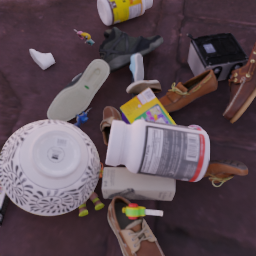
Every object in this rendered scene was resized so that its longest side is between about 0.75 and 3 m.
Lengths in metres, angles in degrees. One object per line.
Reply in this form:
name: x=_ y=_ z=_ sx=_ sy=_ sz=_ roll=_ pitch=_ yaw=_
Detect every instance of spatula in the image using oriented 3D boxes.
spatula: x=0.224 y=-0.987 z=9.283 sx=0.828 sy=0.301 sz=2.930 roll=6 pitch=55 yaw=-6

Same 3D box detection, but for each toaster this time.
toaster: x=3.051 y=-2.481 z=9.843 sx=1.623 sy=1.065 sz=1.795 roll=-11 pitch=57 yaw=-7

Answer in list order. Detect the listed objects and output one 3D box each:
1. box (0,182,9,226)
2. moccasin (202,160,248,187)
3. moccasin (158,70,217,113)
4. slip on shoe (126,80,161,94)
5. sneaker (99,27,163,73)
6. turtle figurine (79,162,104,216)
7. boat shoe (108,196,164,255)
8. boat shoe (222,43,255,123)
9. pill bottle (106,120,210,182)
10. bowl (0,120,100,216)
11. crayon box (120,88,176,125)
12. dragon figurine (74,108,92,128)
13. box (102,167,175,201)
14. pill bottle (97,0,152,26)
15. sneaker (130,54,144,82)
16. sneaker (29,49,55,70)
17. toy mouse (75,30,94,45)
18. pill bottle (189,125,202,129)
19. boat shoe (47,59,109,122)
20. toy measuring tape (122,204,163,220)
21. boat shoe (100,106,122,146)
box: x=-3.619 y=1.715 z=7.442 sx=0.916 sy=0.289 sz=1.665 roll=2 pitch=56 yaw=4
moccasin: x=2.258 y=1.140 z=7.118 sx=0.616 sy=1.685 sz=0.650 roll=1 pitch=82 yaw=-38
moccasin: x=1.742 y=-1.142 z=8.813 sx=2.121 sy=0.819 sz=0.776 roll=-23 pitch=37 yaw=13
slip on shoe: x=0.556 y=-1.288 z=9.295 sx=1.276 sy=0.485 sz=0.387 roll=-12 pitch=62 yaw=-34
sneaker: x=0.061 y=-3.092 z=10.039 sx=2.533 sy=0.968 sz=1.451 roll=-28 pitch=97 yaw=-16
turtle figurine: x=-1.273 y=1.603 z=7.369 sx=1.661 sy=0.535 sz=1.339 roll=-11 pitch=63 yaw=-32
boat shoe: x=0.157 y=2.483 z=6.406 sx=0.838 sy=0.794 sz=2.213 roll=-25 pitch=47 yaw=-24
boat shoe: x=3.617 y=-1.461 z=8.596 sx=0.989 sy=0.990 sz=2.813 roll=35 pitch=77 yaw=7
pill bottle: x=0.657 y=0.500 z=6.673 sx=2.236 sy=1.296 sz=1.296 roll=9 pitch=56 yaw=-4
bowl: x=-1.750 y=0.757 z=6.690 sx=2.510 sy=1.178 sz=2.510 roll=8 pitch=67 yaw=-19
crayon box: x=0.688 y=-0.144 z=8.211 sx=1.066 sy=0.523 sz=1.795 roll=-34 pitch=72 yaw=2
dragon figurine: x=-1.374 y=-0.295 z=8.637 sx=0.787 sy=0.232 sz=0.391 roll=-31 pitch=78 yaw=-25
box: x=0.267 y=1.484 z=7.361 sx=1.849 sy=0.760 sz=0.632 roll=1 pitch=57 yaw=2
pill bottle: x=-0.107 y=-5.084 z=11.547 sx=2.121 sy=1.158 sz=1.158 roll=-24 pitch=59 yaw=-15
sneaker: x=0.265 y=-1.955 z=9.450 sx=0.381 sy=1.029 sz=0.422 roll=-2 pitch=4 yaw=-42
sneaker: x=-3.156 y=-2.639 z=10.397 sx=0.597 sy=0.381 sz=1.033 roll=-36 pitch=73 yaw=-24
toy mouse: x=-1.599 y=-3.410 z=10.604 sx=0.958 sy=0.852 sz=0.185 roll=35 pitch=87 yaw=0
pill bottle: x=1.913 y=0.342 z=8.305 sx=0.448 sy=0.448 sz=0.791 roll=17 pitch=58 yaw=11
boat shoe: x=-1.594 y=-1.124 z=9.077 sx=0.903 sy=0.850 sz=2.514 roll=44 pitch=80 yaw=-16
toy measuring tape: x=0.277 y=1.921 z=6.376 sx=1.009 sy=0.371 sz=0.371 roll=-4 pitch=51 yaw=31
boat shoe: x=-0.521 y=-0.055 z=8.379 sx=0.598 sy=0.567 sz=1.579 roll=-34 pitch=51 yaw=24
